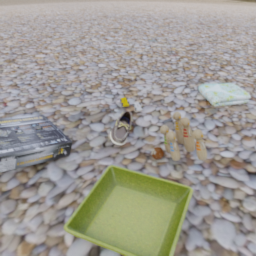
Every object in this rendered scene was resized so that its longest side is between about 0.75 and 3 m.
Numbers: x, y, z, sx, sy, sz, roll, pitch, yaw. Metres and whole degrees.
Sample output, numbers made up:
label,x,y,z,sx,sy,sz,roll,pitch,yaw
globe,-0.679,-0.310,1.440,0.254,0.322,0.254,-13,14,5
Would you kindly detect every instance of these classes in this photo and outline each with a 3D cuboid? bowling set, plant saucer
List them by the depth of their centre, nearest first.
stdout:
label,x,y,z,sx,sy,sz,roll,pitch,yaw
plant saucer,0.143,2.502,8.060,2.876,0.689,2.872,13,34,20
bowling set,1.669,0.415,10.424,1.764,1.360,2.534,-18,17,-9

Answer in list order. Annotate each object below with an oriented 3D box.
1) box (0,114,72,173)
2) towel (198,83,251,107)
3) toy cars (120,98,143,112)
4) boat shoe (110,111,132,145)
label,x,y,z,sx,sy,sz,roll,pitch,yaw
box,-3.926,0.444,10.370,2.908,0.703,2.303,-11,38,-46
towel,5.136,-1.845,15.078,2.204,0.531,1.887,-7,32,-11
toy cars,0.152,-1.106,14.120,1.502,0.333,0.673,23,45,27
boat shoe,-0.245,-0.031,11.927,0.753,0.624,2.097,23,30,-3
